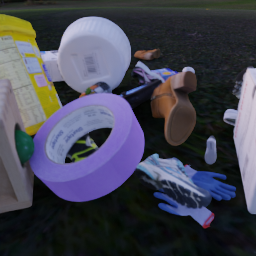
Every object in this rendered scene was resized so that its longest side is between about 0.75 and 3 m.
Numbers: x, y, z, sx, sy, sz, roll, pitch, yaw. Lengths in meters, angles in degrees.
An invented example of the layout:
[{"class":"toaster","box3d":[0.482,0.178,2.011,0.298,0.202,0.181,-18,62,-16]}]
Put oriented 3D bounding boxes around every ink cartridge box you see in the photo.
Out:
[{"class":"ink cartridge box","box3d":[3.222,0.154,6.148,1.196,2.119,2.887,5,31,12]},{"class":"ink cartridge box","box3d":[-3.075,-2.937,13.081,2.460,1.036,1.779,-9,30,-17]},{"class":"ink cartridge box","box3d":[1.519,-2.176,12.168,1.362,0.520,0.929,-11,30,-16]}]

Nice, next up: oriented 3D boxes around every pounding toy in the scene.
[{"class":"pounding toy","box3d":[-2.917,0.421,5.681,2.798,2.576,1.989,-9,38,-10]}]

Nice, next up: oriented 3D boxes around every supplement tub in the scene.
[{"class":"supplement tub","box3d":[-1.190,-1.157,10.110,0.749,0.749,1.222,13,32,22]}]

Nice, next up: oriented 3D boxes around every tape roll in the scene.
[{"class":"tape roll","box3d":[-0.856,0.320,5.831,2.300,0.754,2.300,-16,43,15]}]

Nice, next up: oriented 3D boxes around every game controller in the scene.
[{"class":"game controller","box3d":[0.107,-1.098,9.491,1.547,0.624,2.965,-7,14,28]}]

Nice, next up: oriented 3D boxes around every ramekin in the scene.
[{"class":"ramekin","box3d":[-1.332,-2.647,10.816,2.840,2.840,1.384,1,37,2]}]

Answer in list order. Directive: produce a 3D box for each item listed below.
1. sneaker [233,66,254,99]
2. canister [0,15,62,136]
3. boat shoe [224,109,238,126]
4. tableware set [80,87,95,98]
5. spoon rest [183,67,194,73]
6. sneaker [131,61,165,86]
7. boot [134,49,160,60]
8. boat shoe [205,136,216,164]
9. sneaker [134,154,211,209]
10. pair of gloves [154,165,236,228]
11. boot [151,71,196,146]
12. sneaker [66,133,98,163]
[{"class":"sneaker","box3d":[4.523,-1.654,10.696,0.608,0.727,1.642,-22,32,58]},{"class":"canister","box3d":[-2.953,-1.333,7.707,1.269,2.933,2.178,-18,10,10]},{"class":"boat shoe","box3d":[3.583,-0.122,8.490,1.387,0.510,0.463,18,49,23]},{"class":"tableware set","box3d":[-1.300,-0.804,8.864,0.181,1.182,0.796,27,79,11]},{"class":"spoon rest","box3d":[2.334,-2.049,10.896,0.456,0.278,0.917,8,49,10]},{"class":"sneaker","box3d":[0.810,-1.876,11.188,1.674,0.672,0.723,41,86,22]},{"class":"boot","box3d":[1.131,-4.293,16.151,1.095,0.522,1.416,16,31,31]},{"class":"boat shoe","box3d":[2.077,0.546,6.917,0.279,0.773,0.274,14,38,25]},{"class":"sneaker","box3d":[0.961,0.977,5.768,1.782,0.692,0.769,22,55,41]},{"class":"pair of gloves","box3d":[1.443,1.372,5.975,1.342,0.190,1.669,27,42,37]},{"class":"boot","box3d":[1.191,-0.470,8.308,0.830,2.252,1.742,24,-19,-22]},{"class":"sneaker","box3d":[-1.035,0.676,6.727,0.788,0.798,2.089,-35,36,-2]}]
